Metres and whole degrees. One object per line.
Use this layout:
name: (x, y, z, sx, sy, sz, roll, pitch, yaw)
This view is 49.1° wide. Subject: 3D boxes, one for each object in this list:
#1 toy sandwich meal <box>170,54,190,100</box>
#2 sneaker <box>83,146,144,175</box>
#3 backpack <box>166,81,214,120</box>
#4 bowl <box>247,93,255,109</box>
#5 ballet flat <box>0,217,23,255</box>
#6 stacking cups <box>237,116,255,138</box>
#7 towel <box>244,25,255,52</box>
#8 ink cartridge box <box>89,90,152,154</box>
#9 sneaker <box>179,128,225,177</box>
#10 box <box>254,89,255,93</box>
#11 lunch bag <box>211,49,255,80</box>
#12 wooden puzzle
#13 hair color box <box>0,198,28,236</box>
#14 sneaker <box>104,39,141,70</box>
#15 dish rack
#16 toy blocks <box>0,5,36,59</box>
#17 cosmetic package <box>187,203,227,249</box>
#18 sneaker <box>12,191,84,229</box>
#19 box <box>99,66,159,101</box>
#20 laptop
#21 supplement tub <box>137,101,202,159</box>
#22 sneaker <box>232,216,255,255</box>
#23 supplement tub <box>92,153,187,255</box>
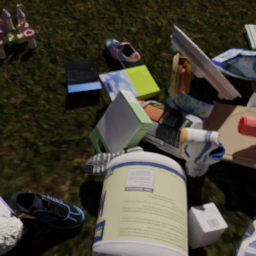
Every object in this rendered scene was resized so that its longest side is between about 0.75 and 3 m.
toy sandwich meal: (1.573, -1.523, 8.377, 0.518, 1.513, 1.513, 6, 53, 9)
sneaker: (-0.277, 1.250, 8.169, 1.928, 1.113, 0.723, -14, 41, 23)
backpack: (2.089, -0.876, 9.423, 1.409, 1.131, 1.540, 17, 29, -16)
bowl: (4.792, -0.700, 10.001, 1.038, 0.387, 1.036, 28, 57, 19)
ballet flat: (-3.771, 2.629, 6.328, 2.608, 0.936, 0.936, -14, 53, 2)
stacking cups: (4.561, 0.099, 7.931, 2.729, 0.826, 0.826, 12, 53, -1)
towel: (6.637, -3.956, 12.581, 2.512, 0.294, 1.916, 3, 53, 1)
ink cartridge box: (-0.302, 0.080, 8.695, 0.500, 2.085, 1.517, 5, 41, -41)
sneaker: (2.090, 0.796, 7.595, 1.044, 2.368, 0.891, 1, 66, 23)
box: (5.411, -1.844, 10.755, 0.635, 0.582, 1.811, 24, 57, 18)
lunch bag: (4.106, -2.403, 10.537, 1.723, 1.098, 1.465, 1, 17, 1)
wooden puzzle: (3.509, 0.201, 8.980, 2.621, 0.488, 2.424, 17, 53, 33)
hair color box: (-3.975, 2.295, 7.444, 2.391, 0.775, 1.307, 36, 64, 26)
sneaker: (-0.219, -3.240, 11.558, 0.838, 0.979, 2.388, -28, 56, -23)
dish rack: (2.642, -2.121, 9.901, 0.636, 2.920, 2.506, -45, 47, 19)
toy blocks: (-5.205, -4.332, 12.004, 1.808, 1.629, 1.935, -25, 57, -17)
cosmetic package: (1.836, 2.412, 6.890, 0.686, 0.820, 0.682, -3, 43, -23)
sneaker: (-2.092, 2.154, 7.349, 1.955, 0.762, 0.686, 16, 64, -6)
box: (0.009, -1.504, 10.116, 2.019, 0.481, 1.231, -19, 71, -30)
laptop: (-1.732, -1.998, 10.676, 1.299, 0.757, 1.466, -8, 83, -9)
supplement tub: (1.078, -0.034, 8.765, 2.161, 1.324, 1.324, 26, 56, 32)
sneaker: (3.403, 2.822, 6.852, 1.081, 1.063, 2.808, 34, 61, 29)
supplement tub: (0.317, 2.288, 6.587, 2.114, 2.114, 2.916, 5, 53, 4)
